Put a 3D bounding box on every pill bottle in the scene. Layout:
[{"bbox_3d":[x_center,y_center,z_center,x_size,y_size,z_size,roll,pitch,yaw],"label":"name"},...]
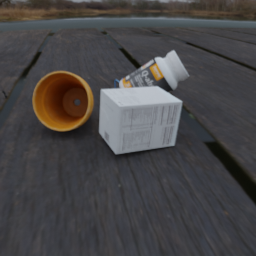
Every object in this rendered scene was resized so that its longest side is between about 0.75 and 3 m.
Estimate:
[{"bbox_3d":[1.029,-1.879,11.180,2.521,1.467,1.467,-31,22,16],"label":"pill bottle"}]

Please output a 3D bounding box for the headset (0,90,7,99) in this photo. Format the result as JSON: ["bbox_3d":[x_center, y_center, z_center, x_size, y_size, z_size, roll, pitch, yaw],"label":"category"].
[{"bbox_3d":[-6.081,-1.346,12.593,1.149,0.540,0.710,-32,35,-23],"label":"headset"}]

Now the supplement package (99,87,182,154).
[{"bbox_3d":[0.320,-0.313,8.864,2.065,1.556,1.567,-6,28,-24],"label":"supplement package"}]

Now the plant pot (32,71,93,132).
[{"bbox_3d":[-2.091,-0.937,10.057,1.974,1.974,1.807,4,5,7],"label":"plant pot"}]

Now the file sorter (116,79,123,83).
[{"bbox_3d":[0.157,-1.813,12.883,1.380,0.846,0.957,-11,29,-22],"label":"file sorter"}]
